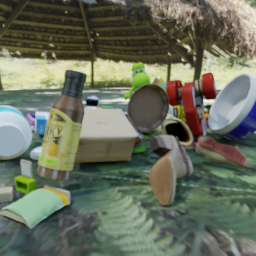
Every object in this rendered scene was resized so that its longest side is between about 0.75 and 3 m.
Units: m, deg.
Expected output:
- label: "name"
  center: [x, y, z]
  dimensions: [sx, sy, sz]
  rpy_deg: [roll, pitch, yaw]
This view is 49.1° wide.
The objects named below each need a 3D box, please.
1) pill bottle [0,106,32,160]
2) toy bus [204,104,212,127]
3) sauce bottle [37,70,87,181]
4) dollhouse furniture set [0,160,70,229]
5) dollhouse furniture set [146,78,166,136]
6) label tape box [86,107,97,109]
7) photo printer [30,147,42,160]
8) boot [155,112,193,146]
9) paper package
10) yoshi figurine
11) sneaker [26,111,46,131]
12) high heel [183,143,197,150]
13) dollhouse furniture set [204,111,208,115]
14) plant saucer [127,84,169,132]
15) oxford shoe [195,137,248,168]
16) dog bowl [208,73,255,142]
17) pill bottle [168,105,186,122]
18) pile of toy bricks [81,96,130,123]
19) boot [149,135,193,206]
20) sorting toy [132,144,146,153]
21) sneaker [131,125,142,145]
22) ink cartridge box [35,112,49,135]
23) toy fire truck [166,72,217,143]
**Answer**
- label: "pill bottle"
  center: [-3.869, 0.130, 8.853]
  dimensions: [1.451, 1.451, 2.619]
  rpy_deg: [-5, 12, -25]
- label: "toy bus"
  center: [4.659, -0.788, 13.811]
  dimensions: [2.642, 1.365, 2.493]
  rpy_deg: [-6, 12, -28]
- label: "sauce bottle"
  center: [-1.352, -0.067, 5.954]
  dimensions: [0.745, 2.303, 0.745]
  rpy_deg: [11, -2, 0]
- label: "dollhouse furniture set"
  center: [-2.214, 1.089, 5.535]
  dimensions: [2.155, 0.832, 1.077]
  rpy_deg: [7, 13, 31]
- label: "dollhouse furniture set"
  center: [1.183, -0.939, 11.829]
  dimensions: [1.197, 2.394, 0.924]
  rpy_deg: [29, 2, -10]
- label: "label tape box"
  center: [-1.955, -0.983, 17.135]
  dimensions: [1.490, 0.493, 1.068]
  rpy_deg: [0, 11, 6]
- label: "photo printer"
  center: [-2.568, 0.776, 8.610]
  dimensions: [0.785, 0.273, 0.653]
  rpy_deg: [1, 12, 7]
- label: "boot"
  center: [1.083, -0.287, 9.784]
  dimensions: [2.459, 0.895, 1.911]
  rpy_deg: [39, 5, -5]
- label: "paper package"
  center: [-0.833, 0.157, 8.055]
  dimensions: [1.726, 0.893, 1.646]
  rpy_deg: [0, 33, -23]
- label: "yoshi figurine"
  center: [0.498, -1.387, 10.514]
  dimensions: [1.172, 2.093, 1.176]
  rpy_deg: [32, 63, 34]
- label: "sneaker"
  center: [-3.726, -0.334, 12.771]
  dimensions: [1.997, 0.883, 0.803]
  rpy_deg: [-2, 10, -15]
- label: "high heel"
  center: [2.069, 0.666, 9.357]
  dimensions: [0.780, 0.263, 0.375]
  rpy_deg: [-3, 16, 20]
- label: "dollhouse furniture set"
  center: [3.014, -1.014, 15.609]
  dimensions: [1.474, 1.114, 2.740]
  rpy_deg: [-10, 15, -42]
- label: "plant saucer"
  center: [0.589, -0.634, 8.717]
  dimensions: [1.501, 1.501, 0.259]
  rpy_deg: [-5, 17, -26]
- label: "oxford shoe"
  center: [2.547, 0.756, 7.706]
  dimensions: [1.434, 0.536, 0.505]
  rpy_deg: [30, 39, 22]
- label: "dog bowl"
  center: [4.145, -0.759, 10.532]
  dimensions: [0.965, 2.451, 2.451]
  rpy_deg: [27, 8, -9]
- label: "pill bottle"
  center: [1.978, -0.828, 13.628]
  dimensions: [2.583, 1.452, 1.452]
  rpy_deg: [-14, 17, -39]
- label: "pile of toy bricks"
  center: [-0.978, -0.502, 11.097]
  dimensions: [2.899, 1.608, 1.431]
  rpy_deg: [8, 24, 1]
- label: "boot"
  center: [1.015, 0.900, 6.154]
  dimensions: [0.588, 1.675, 1.225]
  rpy_deg: [-26, -32, 35]
- label: "sorting toy"
  center: [-0.117, 0.496, 9.158]
  dimensions: [1.413, 0.580, 0.849]
  rpy_deg: [-2, 10, -5]
- label: "sneaker"
  center: [0.215, 0.118, 9.181]
  dimensions: [0.666, 0.553, 1.395]
  rpy_deg: [-8, 23, -22]
- label: "ink cartridge box"
  center: [-3.012, -0.180, 11.739]
  dimensions: [1.679, 0.721, 1.230]
  rpy_deg: [4, 15, -20]
- label: "toy fire truck"
  center: [2.497, -0.692, 10.327]
  dimensions: [1.607, 2.407, 2.867]
  rpy_deg: [-10, 7, 20]
